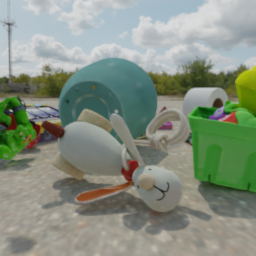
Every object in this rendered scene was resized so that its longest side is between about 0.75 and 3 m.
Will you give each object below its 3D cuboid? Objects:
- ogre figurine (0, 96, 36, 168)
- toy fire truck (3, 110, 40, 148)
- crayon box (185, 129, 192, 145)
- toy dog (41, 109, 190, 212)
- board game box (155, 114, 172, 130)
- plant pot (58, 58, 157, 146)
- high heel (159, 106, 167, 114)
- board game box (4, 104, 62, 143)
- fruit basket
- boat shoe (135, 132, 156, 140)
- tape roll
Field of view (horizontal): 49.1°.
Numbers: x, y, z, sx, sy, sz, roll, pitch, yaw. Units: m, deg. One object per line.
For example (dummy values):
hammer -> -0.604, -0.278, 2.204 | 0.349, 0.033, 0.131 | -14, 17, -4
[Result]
ogre figurine -> -3.124, 0.087, 7.073 | 1.087, 1.328, 2.215 | -36, 14, 8
toy fire truck -> -4.107, 0.092, 8.948 | 2.550, 0.622, 1.798 | 21, -33, -9
crayon box -> 2.626, 0.293, 9.791 | 1.300, 0.439, 1.506 | 0, 8, -11
toy dog -> -0.498, 0.385, 4.783 | 2.844, 1.876, 1.370 | -5, -26, 39
board game box -> 0.981, -0.298, 13.473 | 2.107, 0.340, 1.264 | 0, 22, -2
plant pot -> -0.694, -0.606, 8.260 | 2.860, 2.860, 2.295 | 2, 14, 13
high heel -> 1.669, -0.579, 14.448 | 0.632, 0.900, 1.876 | 5, 12, 28
board game box -> -3.476, -0.248, 10.810 | 2.098, 0.720, 2.538 | 24, 17, 24
fruit basket -> 2.386, -0.342, 5.717 | 2.076, 2.878, 2.878 | 10, 10, 15
boat shoe -> 0.392, 0.143, 10.552 | 1.648, 0.534, 0.603 | -6, 9, -40
tape roll -> 3.668, -0.917, 13.232 | 1.941, 1.941, 1.333 | -7, 11, -41
